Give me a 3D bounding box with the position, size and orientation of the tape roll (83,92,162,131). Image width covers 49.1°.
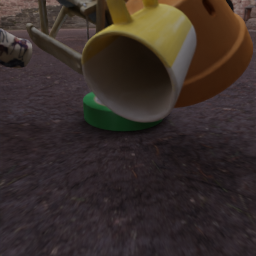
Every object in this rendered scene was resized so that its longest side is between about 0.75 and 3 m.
[{"bbox_3d":[-0.144,-0.717,9.454,2.693,0.647,2.693,0,23,0],"label":"tape roll"}]

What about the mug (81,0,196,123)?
[{"bbox_3d":[0.298,-1.002,3.420,1.218,1.520,1.248,31,54,8],"label":"mug"}]

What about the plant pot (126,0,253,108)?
[{"bbox_3d":[1.079,-2.108,6.230,2.777,1.944,2.777,-23,40,21],"label":"plant pot"}]

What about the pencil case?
[{"bbox_3d":[-4.053,-2.565,8.157,1.006,1.156,2.585,-13,-13,28],"label":"pencil case"}]

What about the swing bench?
[{"bbox_3d":[-1.371,-2.887,7.826,2.734,2.748,1.783,34,28,30],"label":"swing bench"}]
